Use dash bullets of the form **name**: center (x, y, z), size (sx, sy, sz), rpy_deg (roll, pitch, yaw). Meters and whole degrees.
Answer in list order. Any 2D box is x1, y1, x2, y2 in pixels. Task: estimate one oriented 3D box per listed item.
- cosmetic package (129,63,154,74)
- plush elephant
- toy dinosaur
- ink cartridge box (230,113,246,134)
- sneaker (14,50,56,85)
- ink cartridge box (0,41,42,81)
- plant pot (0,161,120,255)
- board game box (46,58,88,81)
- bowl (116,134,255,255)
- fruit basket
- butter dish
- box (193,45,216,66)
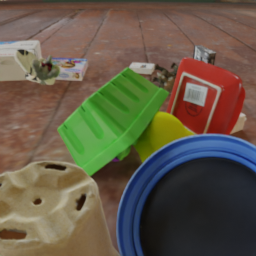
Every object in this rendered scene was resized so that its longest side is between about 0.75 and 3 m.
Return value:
- **cosmetic package**: center (0.610, -2.661, 12.487), size (1.017, 0.263, 0.767), rpy_deg (7, 28, 11)
- **plush elephant**: center (-1.893, -1.414, 6.538), size (0.618, 0.750, 0.581), rpy_deg (19, 59, -15)
- **toy dinosaur**: center (1.797, -1.933, 10.815), size (2.631, 1.013, 1.345), rpy_deg (-17, 47, -39)
- **ink cartridge box**: center (2.946, -0.178, 8.015), size (0.758, 0.475, 0.487), rpy_deg (-16, 34, -25)
- **sneaker**: center (-3.100, -1.854, 8.753), size (0.982, 0.602, 1.509), rpy_deg (5, -16, 36)
- **ink cartridge box**: center (-4.894, -2.957, 12.178), size (1.832, 1.057, 2.526), rpy_deg (-4, 31, -6)
- **plant pot**: center (-1.010, 1.578, 3.588), size (2.094, 1.917, 2.094), rpy_deg (0, 30, 0)
- **board game box**: center (-2.796, -2.573, 12.137), size (1.856, 0.382, 1.852), rpy_deg (2, 31, -1)
- **bowl**: center (1.032, 1.290, 4.176), size (2.592, 0.509, 2.592), rpy_deg (-21, 45, 23)
- **fruit basket**: center (0.210, 0.154, 6.596), size (2.918, 2.105, 2.918), rpy_deg (28, 42, -29)
- **butter dish**: center (2.240, -0.600, 7.452), size (1.555, 2.098, 2.104), rpy_deg (-2, 26, -33)
- **box**: center (3.224, -2.870, 12.039), size (0.337, 1.067, 1.353), rpy_deg (-7, 32, -12)
